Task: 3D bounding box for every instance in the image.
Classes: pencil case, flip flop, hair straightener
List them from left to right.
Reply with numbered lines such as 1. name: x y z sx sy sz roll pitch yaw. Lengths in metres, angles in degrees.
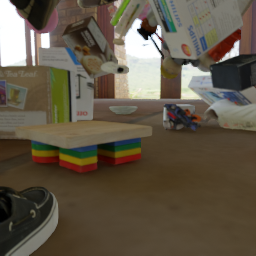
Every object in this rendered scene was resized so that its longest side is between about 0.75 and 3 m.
1. flip flop: -1.705 -2.755 5.392 0.789 1.112 2.742 -49 17 -23
2. pencil case: 0.655 -4.592 11.024 2.106 0.921 0.921 -5 9 -43
3. hair straightener: 0.883 -3.880 12.152 0.898 2.334 0.477 -36 22 21

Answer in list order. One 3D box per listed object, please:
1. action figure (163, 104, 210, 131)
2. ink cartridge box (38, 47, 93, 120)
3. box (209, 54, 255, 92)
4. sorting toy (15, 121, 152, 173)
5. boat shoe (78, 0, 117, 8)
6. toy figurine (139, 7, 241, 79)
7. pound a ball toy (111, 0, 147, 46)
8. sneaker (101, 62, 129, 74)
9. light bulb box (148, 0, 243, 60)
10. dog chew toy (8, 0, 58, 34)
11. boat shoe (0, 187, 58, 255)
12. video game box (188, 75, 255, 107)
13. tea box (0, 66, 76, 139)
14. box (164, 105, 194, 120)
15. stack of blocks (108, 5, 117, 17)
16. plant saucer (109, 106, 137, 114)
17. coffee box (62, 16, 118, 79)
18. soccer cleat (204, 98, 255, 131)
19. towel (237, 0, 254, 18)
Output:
1. action figure: 1.750 -0.168 8.541 1.437 0.777 1.485 -10 36 -19
2. ink cartridge box: -2.447 -1.724 11.294 2.054 2.814 1.186 -1 10 -9
3. box: 2.545 -1.276 6.361 0.940 0.592 0.956 -20 19 -17
4. sorting toy: -0.743 0.258 4.684 1.649 0.574 1.639 -7 10 -44
5. boat shoe: -0.617 -3.548 7.463 1.467 0.527 0.437 -25 42 -13
6. toy figurine: 1.896 -3.105 9.226 2.707 2.750 1.913 -19 -17 -33
7. pound a ball toy: 0.043 -3.446 8.938 0.648 1.526 0.995 11 42 -34
8. sneaker: -0.458 -1.941 9.065 0.940 0.352 0.468 8 16 13
9. light bulb box: 1.604 -2.731 6.594 1.630 1.615 1.017 -37 28 -14
10. dog chew toy: -3.126 -3.875 9.080 1.120 1.120 1.798 4 -15 29
11. boat shoe: -0.909 0.678 1.981 0.535 0.441 1.559 1 7 7
12. video game box: 3.702 -1.014 9.966 2.487 0.582 2.266 33 -5 -25
13. tea box: -3.056 -0.763 7.766 2.675 1.787 2.631 1 7 6
14. box: 1.823 -0.505 10.171 1.021 0.667 1.015 1 7 4
15. stack of blocks: -0.568 -4.848 11.755 0.241 0.475 0.824 -21 16 17
16. plant saucer: -0.245 -0.918 14.517 1.468 0.368 1.468 1 7 0
17. coffee box: -1.228 -2.657 9.433 1.037 1.814 0.723 -10 45 24
18. soccer cleat: 3.317 -0.281 8.390 0.997 0.891 2.571 -30 21 -9
19. towel: 2.951 -3.354 7.276 0.160 0.926 0.614 3 42 -38
